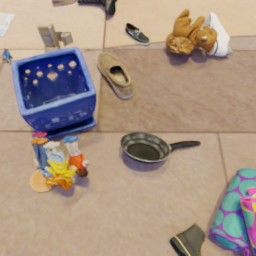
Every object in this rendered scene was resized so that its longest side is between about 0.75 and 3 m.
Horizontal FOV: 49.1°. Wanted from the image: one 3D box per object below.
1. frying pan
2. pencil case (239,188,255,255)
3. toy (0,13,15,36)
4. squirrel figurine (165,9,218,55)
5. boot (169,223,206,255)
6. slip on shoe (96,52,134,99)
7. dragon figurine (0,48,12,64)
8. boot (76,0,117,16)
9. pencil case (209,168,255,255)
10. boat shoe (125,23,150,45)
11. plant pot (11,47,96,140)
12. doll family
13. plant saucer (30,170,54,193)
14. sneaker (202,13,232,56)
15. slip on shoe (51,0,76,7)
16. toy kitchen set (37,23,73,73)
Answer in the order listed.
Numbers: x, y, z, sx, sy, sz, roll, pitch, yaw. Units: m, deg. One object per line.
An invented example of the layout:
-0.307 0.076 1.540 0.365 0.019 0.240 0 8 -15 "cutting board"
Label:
0.983 0.569 9.688 2.815 0.458 1.703 -14 38 -38 "frying pan"
3.730 3.006 7.187 1.245 1.245 2.818 -10 85 -6 "pencil case"
-7.176 -5.293 13.355 2.938 0.694 1.692 6 58 4 "toy"
2.681 -3.713 11.878 2.064 1.461 1.927 -41 55 -3 "squirrel figurine"
1.989 3.437 7.804 0.992 0.555 1.434 -28 64 -23 "boot"
-0.555 -2.319 11.358 0.984 0.784 2.588 -21 60 -10 "slip on shoe"
-5.236 -3.127 12.188 1.013 0.298 0.504 31 63 20 "dragon figurine"
-1.623 -6.420 14.125 2.031 0.808 2.333 2 52 6 "boot"
3.353 2.335 8.218 1.145 1.054 2.477 21 59 29 "pencil case"
0.408 -4.304 12.841 0.531 0.500 1.479 -39 66 -24 "boat shoe"
-2.422 -1.044 9.726 2.398 2.156 2.398 -17 58 -11 "plant pot"
-2.305 1.101 8.465 2.512 1.559 1.132 5 28 40 "doll family"
-2.792 1.700 9.158 0.843 0.136 0.843 1 56 -1 "plant saucer"
3.983 -4.175 12.619 0.978 0.928 2.429 5 63 -8 "sneaker"
-3.307 -6.572 14.359 1.254 0.380 0.477 -15 59 -10 "slip on shoe"
-3.028 -3.269 11.502 1.229 1.506 1.359 3 57 8 "toy kitchen set"
